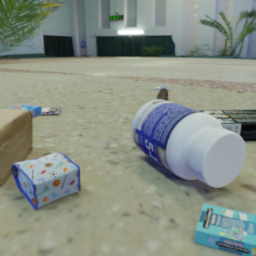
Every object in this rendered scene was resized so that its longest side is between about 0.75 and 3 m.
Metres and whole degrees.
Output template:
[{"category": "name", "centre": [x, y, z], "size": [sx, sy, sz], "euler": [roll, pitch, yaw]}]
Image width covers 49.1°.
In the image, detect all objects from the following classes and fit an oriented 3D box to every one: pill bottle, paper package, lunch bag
[{"category": "pill bottle", "centre": [1.338, 0.314, 6.699], "size": [1.579, 1.579, 2.638], "euler": [-9, 19, -26]}, {"category": "paper package", "centre": [-3.969, 0.396, 6.919], "size": [2.516, 1.302, 2.398], "euler": [1, 18, 0]}, {"category": "lunch bag", "centre": [-1.754, 1.006, 5.927], "size": [1.059, 0.772, 1.246], "euler": [-16, 31, -38]}]

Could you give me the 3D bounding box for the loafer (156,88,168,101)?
[{"category": "loafer", "centre": [1.757, -1.699, 14.506], "size": [0.664, 0.645, 1.817], "euler": [2, 18, 5]}]

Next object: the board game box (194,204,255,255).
[{"category": "board game box", "centre": [1.721, 1.683, 4.611], "size": [1.096, 0.257, 0.827], "euler": [8, 19, 22]}]

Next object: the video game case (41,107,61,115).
[{"category": "video game case", "centre": [-3.361, -0.737, 12.215], "size": [0.772, 0.152, 0.851], "euler": [-6, 17, -9]}]

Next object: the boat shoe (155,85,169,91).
[{"category": "boat shoe", "centre": [2.167, -2.557, 17.731], "size": [0.930, 0.311, 0.342], "euler": [7, 19, 20]}]

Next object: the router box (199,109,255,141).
[{"category": "router box", "centre": [3.862, -0.133, 9.638], "size": [2.480, 0.633, 1.849], "euler": [0, 18, -1]}]

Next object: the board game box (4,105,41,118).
[{"category": "board game box", "centre": [-4.524, -0.589, 11.513], "size": [1.217, 0.360, 1.600], "euler": [5, 18, 15]}]
